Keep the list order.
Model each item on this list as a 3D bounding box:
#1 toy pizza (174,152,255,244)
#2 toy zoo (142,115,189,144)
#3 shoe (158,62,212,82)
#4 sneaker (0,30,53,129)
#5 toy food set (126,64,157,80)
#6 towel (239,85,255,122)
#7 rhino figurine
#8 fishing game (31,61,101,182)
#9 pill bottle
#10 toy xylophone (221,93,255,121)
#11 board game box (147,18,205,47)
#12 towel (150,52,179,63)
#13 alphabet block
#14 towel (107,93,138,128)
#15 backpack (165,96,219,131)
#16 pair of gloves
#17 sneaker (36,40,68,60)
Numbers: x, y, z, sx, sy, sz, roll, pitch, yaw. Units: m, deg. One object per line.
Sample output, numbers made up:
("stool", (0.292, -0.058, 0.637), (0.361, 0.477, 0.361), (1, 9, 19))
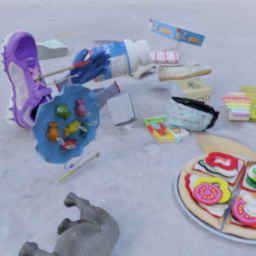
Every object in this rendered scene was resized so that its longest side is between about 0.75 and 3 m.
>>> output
("toy pizza", (2.402, 1.304, 6.176), (2.746, 0.435, 2.746), (0, 31, 0))
("toy zoo", (1.168, 0.048, 8.557), (0.977, 0.152, 1.489), (-9, 32, -19))
("shoe", (1.993, -2.143, 10.454), (0.841, 0.642, 2.407), (-20, 15, -37))
("sneaker", (-2.692, -1.190, 7.852), (1.283, 2.902, 1.167), (20, 29, 28))
("toy food set", (0.540, -2.616, 12.907), (0.962, 0.405, 1.341), (25, 47, 35))
("towel", (4.559, -0.918, 10.164), (1.229, 0.258, 2.857), (9, 33, 25))
("rhino figurine", (-1.086, 2.232, 4.256), (1.230, 0.841, 2.813), (13, 35, 20))
("fishing game", (-1.222, -0.039, 6.077), (0.409, 2.631, 1.884), (23, 37, 35))
("pill bottle", (-0.353, -2.428, 9.938), (2.175, 1.220, 1.220), (-15, 33, -5))
("toy xylophone", (3.758, -0.680, 9.226), (1.147, 0.393, 1.566), (-1, 31, 6))
("board game box", (1.464, -2.934, 8.635), (1.266, 0.361, 1.293), (-1, 29, -37))
("towel", (1.691, -3.704, 14.808), (1.915, 0.286, 1.401), (1, 31, 7))
("alphabet block", (2.094, -1.031, 9.559), (1.027, 1.004, 1.009), (-7, 34, -12))
("towel", (-0.184, -0.521, 8.417), (0.753, 0.389, 0.910), (-19, 73, 9))
("backpack", (1.856, -0.442, 8.506), (1.413, 0.894, 1.179), (13, 12, -16))
("pair of gloves", (-1.172, -1.276, 8.320), (1.839, 2.288, 0.261), (-33, 52, -10))
("sneaker", (-4.537, -4.319, 15.225), (2.248, 0.827, 1.326), (-8, 36, -32))
